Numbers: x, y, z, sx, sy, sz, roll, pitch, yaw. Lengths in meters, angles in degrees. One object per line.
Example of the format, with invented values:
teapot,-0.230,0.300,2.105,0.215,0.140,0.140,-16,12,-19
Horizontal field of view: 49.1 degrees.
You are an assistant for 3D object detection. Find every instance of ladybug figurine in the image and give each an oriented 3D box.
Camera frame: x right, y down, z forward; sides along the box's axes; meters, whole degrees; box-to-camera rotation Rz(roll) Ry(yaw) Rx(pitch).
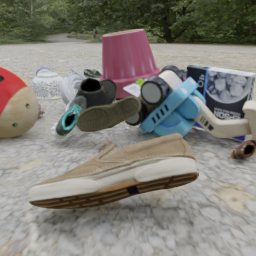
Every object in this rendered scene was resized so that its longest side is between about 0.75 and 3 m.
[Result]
ladybug figurine,-3.835,-0.851,7.578,2.833,1.923,1.019,26,-8,2

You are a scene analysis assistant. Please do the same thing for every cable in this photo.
cable,-1.740,-1.197,9.774,0.491,1.418,1.418,-24,-41,37

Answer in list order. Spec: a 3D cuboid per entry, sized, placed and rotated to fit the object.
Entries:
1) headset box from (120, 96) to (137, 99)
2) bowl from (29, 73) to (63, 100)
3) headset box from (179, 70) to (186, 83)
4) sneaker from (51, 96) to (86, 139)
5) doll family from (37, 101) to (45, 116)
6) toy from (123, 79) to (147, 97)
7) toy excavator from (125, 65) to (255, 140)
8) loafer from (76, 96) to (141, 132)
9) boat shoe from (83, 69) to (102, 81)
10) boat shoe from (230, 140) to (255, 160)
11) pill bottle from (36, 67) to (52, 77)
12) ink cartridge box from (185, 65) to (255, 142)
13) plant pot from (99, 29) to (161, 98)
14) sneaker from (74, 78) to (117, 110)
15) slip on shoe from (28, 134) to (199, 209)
headset box,0.112,-1.817,12.329,1.890,0.730,1.407,-7,21,-22
bowl,-3.507,-1.914,12.333,1.957,0.918,1.957,0,21,0
headset box,2.542,-1.739,11.675,2.003,1.040,2.692,4,22,11
sneaker,-1.457,-0.325,7.463,0.641,0.545,1.405,-27,32,54
doll family,-3.471,-0.796,9.444,1.395,0.866,0.629,3,61,-2
toy,1.232,-0.925,9.839,1.554,0.637,2.700,-26,47,-29
toy excavator,1.698,-0.390,7.423,2.902,2.822,1.450,46,40,1
loafer,-0.462,-0.285,7.062,1.685,0.640,0.568,-15,-11,7
boat shoe,-1.896,-2.938,15.535,1.801,0.574,0.637,19,27,40
boat shoe,2.802,0.506,6.557,0.961,0.338,0.338,-22,-3,-38
pill bottle,-4.308,-2.679,14.459,0.850,0.850,1.530,-7,22,-18
ink cartridge box,2.365,-0.674,7.623,1.849,1.867,0.405,20,31,41
plant pot,-0.014,-2.852,12.076,2.754,2.465,2.754,-9,21,3
sneaker,-0.891,-1.207,9.140,0.901,1.280,2.409,36,43,5
slip on shoe,-0.245,0.695,4.572,2.696,1.025,0.817,-13,63,0
